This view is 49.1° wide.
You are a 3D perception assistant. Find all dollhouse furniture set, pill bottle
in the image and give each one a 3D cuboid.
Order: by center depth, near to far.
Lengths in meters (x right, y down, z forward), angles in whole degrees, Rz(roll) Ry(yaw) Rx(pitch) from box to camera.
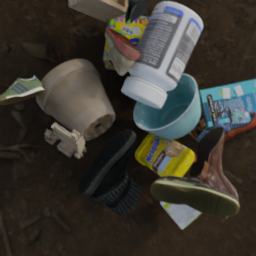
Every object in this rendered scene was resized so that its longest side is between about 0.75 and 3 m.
[{"bbox_3d":[1.008,-2.204,8.863,1.675,1.675,2.945,25,90,2],"label":"pill bottle"},{"bbox_3d":[-1.996,0.054,9.285,1.627,1.907,0.931,31,61,13],"label":"dollhouse furniture set"}]

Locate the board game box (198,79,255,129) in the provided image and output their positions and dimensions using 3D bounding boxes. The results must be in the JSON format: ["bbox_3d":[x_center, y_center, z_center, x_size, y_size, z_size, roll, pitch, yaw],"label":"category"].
[{"bbox_3d":[3.878,-0.758,10.439,2.248,0.527,1.697,-12,85,-1],"label":"board game box"}]

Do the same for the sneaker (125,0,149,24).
[{"bbox_3d":[0.386,-3.733,8.420,0.418,0.727,1.393,24,53,35],"label":"sneaker"}]

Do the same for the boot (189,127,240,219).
[{"bbox_3d":[2.832,1.369,8.426,2.190,0.703,2.041,48,61,-24],"label":"boot"}]

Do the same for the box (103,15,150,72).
[{"bbox_3d":[0.141,-3.060,10.323,1.853,1.130,1.785,8,85,1],"label":"box"}]

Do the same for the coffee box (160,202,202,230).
[{"bbox_3d":[1.819,2.581,9.288,1.095,1.094,1.083,-39,71,-5],"label":"coffee box"}]

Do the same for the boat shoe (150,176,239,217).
[{"bbox_3d":[1.694,1.630,7.192,2.208,0.726,0.789,7,122,24],"label":"boat shoe"}]

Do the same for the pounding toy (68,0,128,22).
[{"bbox_3d":[-0.684,-4.907,9.417,1.225,2.678,2.352,-3,88,40],"label":"pounding toy"}]

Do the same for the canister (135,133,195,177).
[{"bbox_3d":[1.226,0.968,9.610,1.347,1.813,0.785,-53,127,-5],"label":"canister"}]

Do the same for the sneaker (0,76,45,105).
[{"bbox_3d":[-3.238,-1.151,8.302,1.360,0.456,0.610,-20,81,-24],"label":"sneaker"}]

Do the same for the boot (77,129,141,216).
[{"bbox_3d":[-0.148,1.481,9.063,1.971,0.992,2.636,35,99,-29],"label":"boot"}]

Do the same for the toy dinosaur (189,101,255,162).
[{"bbox_3d":[3.191,0.099,9.145,1.222,2.112,2.327,-24,113,-41],"label":"toy dinosaur"}]

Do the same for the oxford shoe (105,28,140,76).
[{"bbox_3d":[-0.415,-2.459,8.809,0.864,2.453,0.917,21,115,-26],"label":"oxford shoe"}]

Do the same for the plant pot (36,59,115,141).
[{"bbox_3d":[-1.536,-0.763,9.328,2.318,2.318,2.011,-39,71,-3],"label":"plant pot"}]

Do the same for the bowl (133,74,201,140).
[{"bbox_3d":[1.459,-0.535,9.369,2.348,2.348,1.228,-46,126,-3],"label":"bowl"}]
